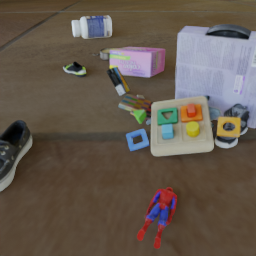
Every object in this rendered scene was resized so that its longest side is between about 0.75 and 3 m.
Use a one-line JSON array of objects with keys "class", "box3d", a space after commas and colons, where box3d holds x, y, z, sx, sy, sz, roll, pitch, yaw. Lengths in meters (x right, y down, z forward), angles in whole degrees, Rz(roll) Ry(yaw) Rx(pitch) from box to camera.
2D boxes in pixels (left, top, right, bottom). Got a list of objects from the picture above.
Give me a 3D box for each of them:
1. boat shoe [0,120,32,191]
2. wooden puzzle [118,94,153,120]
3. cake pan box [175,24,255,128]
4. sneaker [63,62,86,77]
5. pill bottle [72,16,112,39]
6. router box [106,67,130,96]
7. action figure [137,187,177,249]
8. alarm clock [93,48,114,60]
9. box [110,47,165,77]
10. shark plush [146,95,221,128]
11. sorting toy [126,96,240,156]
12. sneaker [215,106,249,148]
[{"class": "boat shoe", "box3d": [-2.834, 0.561, 6.398, 0.791, 0.749, 2.261, 5, 32, 8]}, {"class": "wooden puzzle", "box3d": [0.321, -0.691, 8.687, 1.038, 0.123, 1.750, 19, 26, 7]}, {"class": "cake pan box", "box3d": [2.591, -1.443, 7.829, 2.478, 2.691, 0.704, 12, 40, 22]}, {"class": "sneaker", "box3d": [-2.197, -2.530, 11.667, 1.313, 0.544, 0.471, 24, 38, 33]}, {"class": "pill bottle", "box3d": [-2.145, -5.976, 16.640, 2.223, 1.234, 1.234, -9, 33, -14]}, {"class": "router box", "box3d": [-0.328, -1.637, 9.738, 0.243, 0.953, 0.711, -27, 8, 20]}, {"class": "action figure", "box3d": [0.593, 1.544, 5.180, 0.483, 0.382, 1.476, 17, 30, 16]}, {"class": "alarm clock", "box3d": [-1.033, -3.514, 13.402, 1.280, 0.426, 0.863, -3, 32, -9]}, {"class": "box", "box3d": [0.411, -2.683, 11.192, 1.667, 0.916, 1.895, 10, 23, 21]}, {"class": "shark plush", "box3d": [1.509, -0.419, 7.803, 2.048, 0.931, 0.853, 5, 16, 18]}, {"class": "sorting toy", "box3d": [1.284, -0.128, 6.915, 2.816, 0.384, 1.585, -7, 54, 14]}, {"class": "sneaker", "box3d": [2.753, -0.086, 7.377, 0.543, 0.819, 1.439, 23, 39, 35]}]
